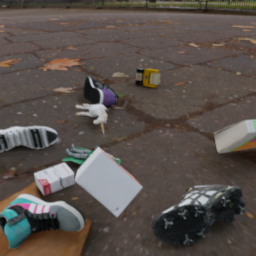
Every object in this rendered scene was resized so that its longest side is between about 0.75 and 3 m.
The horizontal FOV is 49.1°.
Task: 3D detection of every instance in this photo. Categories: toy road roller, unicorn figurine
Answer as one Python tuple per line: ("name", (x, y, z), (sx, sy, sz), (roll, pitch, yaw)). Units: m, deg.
("toy road roller", (1.059, -2.593, 14.286), (1.370, 0.842, 1.000), (14, 20, 26))
("unicorn figurine", (-1.290, -0.577, 10.606), (1.289, 0.693, 1.876), (6, 29, 11))

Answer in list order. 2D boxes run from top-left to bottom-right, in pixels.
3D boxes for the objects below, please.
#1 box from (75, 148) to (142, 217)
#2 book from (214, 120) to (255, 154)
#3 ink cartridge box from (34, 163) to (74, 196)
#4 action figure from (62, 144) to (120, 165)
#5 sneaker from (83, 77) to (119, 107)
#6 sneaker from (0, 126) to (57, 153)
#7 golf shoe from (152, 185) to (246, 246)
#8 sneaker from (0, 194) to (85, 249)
("box", (-0.447, 1.066, 5.919), (0.761, 1.090, 1.432), (-48, 6, -6))
("book", (4.212, 0.131, 8.193), (2.722, 0.654, 1.818), (-5, -16, -11))
("ink cartridge box", (-1.931, 1.342, 7.371), (0.864, 0.358, 0.634), (-18, 33, -30))
("action figure", (-1.001, 0.856, 8.258), (1.633, 0.447, 0.965), (11, 27, 13))
("sneaker", (-1.230, -1.546, 12.489), (1.085, 0.939, 2.478), (2, 28, -29))
("sneaker", (-3.351, 0.247, 9.094), (2.082, 0.782, 0.844), (-3, 20, -8))
("golf shoe", (1.438, 1.838, 6.182), (2.242, 0.872, 1.059), (-12, 9, -20))
("sneaker", (-1.912, 1.969, 5.712), (1.872, 0.783, 1.130), (4, 22, 24))
